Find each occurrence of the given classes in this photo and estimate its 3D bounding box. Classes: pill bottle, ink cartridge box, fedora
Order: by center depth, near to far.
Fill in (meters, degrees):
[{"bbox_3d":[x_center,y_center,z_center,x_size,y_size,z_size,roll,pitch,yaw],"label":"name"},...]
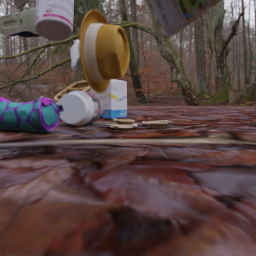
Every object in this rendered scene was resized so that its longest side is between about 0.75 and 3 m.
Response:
[{"bbox_3d":[-1.533,-2.607,5.885,0.757,1.336,0.757,-1,-14,0],"label":"pill bottle"},{"bbox_3d":[-0.649,-2.517,9.362,1.114,2.732,2.732,3,6,20],"label":"fedora"},{"bbox_3d":[-1.646,-0.690,9.801,1.182,1.182,2.041,1,6,7],"label":"pill bottle"},{"bbox_3d":[-0.962,-1.442,14.043,1.358,1.845,1.334,4,7,35],"label":"ink cartridge box"}]

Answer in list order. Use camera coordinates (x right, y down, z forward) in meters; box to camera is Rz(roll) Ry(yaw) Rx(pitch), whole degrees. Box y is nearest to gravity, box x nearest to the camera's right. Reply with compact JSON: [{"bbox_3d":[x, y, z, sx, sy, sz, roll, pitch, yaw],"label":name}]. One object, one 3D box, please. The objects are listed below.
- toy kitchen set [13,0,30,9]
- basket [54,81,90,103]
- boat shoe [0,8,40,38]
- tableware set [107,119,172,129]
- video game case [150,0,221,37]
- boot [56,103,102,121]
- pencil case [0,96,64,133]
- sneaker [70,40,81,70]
[{"bbox_3d":[-2.176,-3.301,6.389,1.154,0.942,1.041,-14,12,38],"label":"toy kitchen set"},{"bbox_3d":[-3.091,-1.758,16.160,2.003,2.091,2.807,-4,8,-38],"label":"basket"},{"bbox_3d":[-2.842,-3.101,8.406,2.093,0.752,0.708,0,8,12],"label":"boat shoe"},{"bbox_3d":[0.388,-0.155,9.077,2.141,0.248,1.788,0,6,-6],"label":"tableware set"},{"bbox_3d":[0.633,-2.873,4.308,0.276,2.412,2.195,-27,7,-13],"label":"video game case"},{"bbox_3d":[-2.232,-0.626,11.705,1.398,0.783,2.021,10,12,37],"label":"boot"},{"bbox_3d":[-2.861,-0.385,7.757,2.080,0.961,0.885,1,13,29],"label":"pencil case"},{"bbox_3d":[-1.832,-2.560,9.863,0.458,1.137,0.434,11,-17,7],"label":"sneaker"}]
